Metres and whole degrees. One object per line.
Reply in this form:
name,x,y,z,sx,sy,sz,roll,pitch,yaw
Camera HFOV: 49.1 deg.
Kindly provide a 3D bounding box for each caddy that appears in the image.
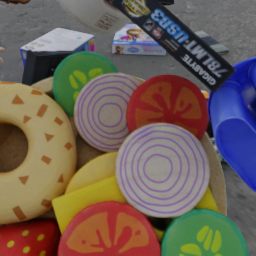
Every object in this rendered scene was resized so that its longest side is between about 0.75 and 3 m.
caddy,1.249,-0.006,2.388,0.891,1.261,0.662,-33,22,31

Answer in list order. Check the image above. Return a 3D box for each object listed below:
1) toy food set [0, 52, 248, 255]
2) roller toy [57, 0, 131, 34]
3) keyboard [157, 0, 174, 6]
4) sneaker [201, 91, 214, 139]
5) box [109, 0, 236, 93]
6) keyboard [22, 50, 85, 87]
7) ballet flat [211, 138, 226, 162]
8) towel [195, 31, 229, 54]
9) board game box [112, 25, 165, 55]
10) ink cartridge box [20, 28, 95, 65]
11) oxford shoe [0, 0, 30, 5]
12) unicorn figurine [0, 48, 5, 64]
toy food set,-0.351,0.608,2.787,2.834,0.697,2.864,-21,77,-6
roller toy,-0.712,-3.940,7.372,2.605,1.995,2.856,44,40,-16
keyboard,0.971,-4.890,9.699,1.049,0.170,1.652,0,65,-17
sneaker,0.637,0.039,4.372,2.344,0.917,0.905,-2,55,12
box,0.369,-0.809,2.408,1.016,0.252,1.008,37,19,-10
keyboard,-1.205,-0.036,3.891,1.134,2.180,0.432,-15,53,-40
ballet flat,1.691,0.479,6.534,1.932,0.717,0.717,-6,41,-7
towel,2.726,-3.282,11.252,1.961,0.339,1.888,-15,46,-20
board game box,0.501,-3.673,11.540,2.081,0.428,2.076,3,41,3
ink cartridge box,-2.506,-2.544,9.823,1.689,0.945,2.475,18,42,20
oxford shoe,-1.821,-2.164,3.885,1.000,0.999,2.803,0,36,28
unicorn figurine,-3.587,-2.001,6.597,1.907,1.310,0.704,-7,80,18
